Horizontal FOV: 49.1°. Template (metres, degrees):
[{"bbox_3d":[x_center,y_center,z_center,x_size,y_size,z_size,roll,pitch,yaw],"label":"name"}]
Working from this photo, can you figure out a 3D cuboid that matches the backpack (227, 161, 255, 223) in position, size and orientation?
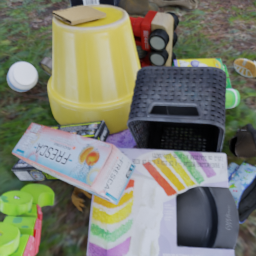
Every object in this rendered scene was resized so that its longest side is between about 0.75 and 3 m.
[{"bbox_3d":[2.426,1.417,6.148,1.158,1.059,0.851,-38,34,-29],"label":"backpack"}]

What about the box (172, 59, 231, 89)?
[{"bbox_3d":[2.308,-1.627,8.715,1.757,0.425,1.031,-3,65,-5],"label":"box"}]

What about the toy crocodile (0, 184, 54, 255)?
[{"bbox_3d":[-1.756,1.772,4.456,0.866,0.947,2.805,6,12,-10],"label":"toy crocodile"}]

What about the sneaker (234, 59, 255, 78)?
[{"bbox_3d":[4.493,-2.084,9.872,1.519,0.574,0.666,23,38,12],"label":"sneaker"}]

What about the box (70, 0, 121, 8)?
[{"bbox_3d":[-1.366,-5.818,12.473,1.963,1.210,1.947,0,31,10],"label":"box"}]

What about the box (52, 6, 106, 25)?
[{"bbox_3d":[-1.178,-2.739,6.773,1.016,0.108,0.830,-28,49,-34],"label":"box"}]

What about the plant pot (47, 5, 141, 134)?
[{"bbox_3d":[-0.875,-1.722,7.722,2.898,2.726,2.898,-1,39,1],"label":"plant pot"}]

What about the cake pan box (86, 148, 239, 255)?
[{"bbox_3d":[0.646,1.691,5.374,2.738,0.716,2.521,4,69,2],"label":"cake pan box"}]

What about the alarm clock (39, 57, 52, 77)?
[{"bbox_3d":[-2.468,-1.983,9.236,0.405,0.821,1.217,-55,31,-12],"label":"alarm clock"}]

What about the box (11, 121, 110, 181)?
[{"bbox_3d":[-1.601,0.553,6.831,1.973,0.437,1.580,-6,38,23],"label":"box"}]

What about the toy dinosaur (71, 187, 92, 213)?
[{"bbox_3d":[-0.796,1.177,6.712,2.852,0.861,1.515,15,30,24],"label":"toy dinosaur"}]

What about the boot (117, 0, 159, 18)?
[{"bbox_3d":[0.689,-5.416,11.976,1.121,1.454,3.000,37,40,15],"label":"boot"}]

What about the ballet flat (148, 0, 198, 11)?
[{"bbox_3d":[2.146,-6.252,13.724,2.542,0.589,0.857,16,49,15],"label":"ballet flat"}]

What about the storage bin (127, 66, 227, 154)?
[{"bbox_3d":[1.138,-0.076,6.160,1.769,2.617,1.227,3,66,15],"label":"storage bin"}]

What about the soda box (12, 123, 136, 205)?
[{"bbox_3d":[-1.104,0.588,5.247,2.438,0.834,0.775,12,66,41],"label":"soda box"}]

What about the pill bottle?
[{"bbox_3d":[-3.184,-1.527,8.438,0.814,0.814,1.496,-25,14,-22],"label":"pill bottle"}]

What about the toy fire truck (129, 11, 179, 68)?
[{"bbox_3d":[0.161,-2.595,9.105,2.517,2.215,1.619,18,59,17],"label":"toy fire truck"}]

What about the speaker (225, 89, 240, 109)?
[{"bbox_3d":[2.551,-0.829,8.300,1.362,0.602,0.602,-6,47,-8],"label":"speaker"}]

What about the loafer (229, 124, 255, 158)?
[{"bbox_3d":[2.799,0.330,6.859,0.713,1.997,0.729,-18,85,16],"label":"loafer"}]

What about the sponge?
[{"bbox_3d":[-0.669,0.156,7.798,2.000,0.298,1.116,29,55,25],"label":"sponge"}]
